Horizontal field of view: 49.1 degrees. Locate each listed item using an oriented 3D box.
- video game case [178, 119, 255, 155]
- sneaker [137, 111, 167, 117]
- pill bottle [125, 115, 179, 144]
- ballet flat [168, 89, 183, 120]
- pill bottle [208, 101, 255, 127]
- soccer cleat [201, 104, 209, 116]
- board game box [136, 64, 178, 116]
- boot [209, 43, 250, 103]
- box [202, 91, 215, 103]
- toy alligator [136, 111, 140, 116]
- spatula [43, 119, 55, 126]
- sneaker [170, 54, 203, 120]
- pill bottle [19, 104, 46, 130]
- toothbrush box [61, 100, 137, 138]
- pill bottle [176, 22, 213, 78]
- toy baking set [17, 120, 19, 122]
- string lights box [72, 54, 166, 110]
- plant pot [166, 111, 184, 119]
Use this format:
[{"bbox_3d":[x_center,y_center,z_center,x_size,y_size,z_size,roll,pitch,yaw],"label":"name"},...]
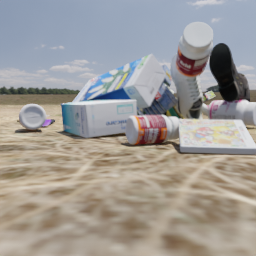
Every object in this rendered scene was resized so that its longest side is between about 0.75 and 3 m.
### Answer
[{"bbox_3d":[1.392,0.114,4.565,1.106,0.127,1.007,1,26,7],"label":"video game case"},{"bbox_3d":[0.999,-0.646,11.382,1.271,0.895,2.392,28,2,16],"label":"sneaker"},{"bbox_3d":[0.462,0.026,5.152,0.934,0.512,0.512,-2,6,-20],"label":"pill bottle"},{"bbox_3d":[1.506,-0.995,9.990,0.607,1.717,0.607,-32,21,14],"label":"ballet flat"},{"bbox_3d":[3.162,-0.429,8.333,0.778,0.778,1.373,-6,8,-44],"label":"pill bottle"},{"bbox_3d":[2.463,-0.730,9.755,0.454,1.051,0.367,-31,-20,-35],"label":"soccer cleat"},{"bbox_3d":[0.828,-1.168,8.906,0.490,1.589,1.590,37,18,-47],"label":"board game box"},{"bbox_3d":[3.074,-1.523,8.260,0.632,1.827,1.590,-13,-1,39],"label":"boot"},{"bbox_3d":[2.487,-0.865,10.546,1.442,0.250,0.794,-35,-7,40],"label":"box"},{"bbox_3d":[-0.046,-0.581,9.687,2.397,0.576,0.794,-10,11,-25],"label":"toy alligator"},{"bbox_3d":[-2.573,-0.175,8.891,0.466,0.169,1.648,-7,4,-1],"label":"spatula"},{"bbox_3d":[1.931,-1.235,8.642,0.911,2.384,0.960,-20,35,-3],"label":"sneaker"},{"bbox_3d":[-2.529,-0.273,7.352,0.641,0.641,1.107,-2,0,-22],"label":"pill bottle"},{"bbox_3d":[-0.744,-0.270,6.731,1.267,0.738,1.731,-7,9,-28],"label":"toothbrush box"},{"bbox_3d":[1.536,-1.787,6.545,0.755,0.755,1.322,1,-17,5],"label":"pill bottle"},{"bbox_3d":[-3.255,-0.248,9.691,1.063,0.161,1.385,4,7,33],"label":"toy baking set"},{"bbox_3d":[-0.376,-1.103,8.528,2.798,0.825,1.438,-11,38,42],"label":"string lights box"},{"bbox_3d":[1.923,-0.723,11.984,0.921,0.654,0.921,0,5,0],"label":"plant pot"}]
